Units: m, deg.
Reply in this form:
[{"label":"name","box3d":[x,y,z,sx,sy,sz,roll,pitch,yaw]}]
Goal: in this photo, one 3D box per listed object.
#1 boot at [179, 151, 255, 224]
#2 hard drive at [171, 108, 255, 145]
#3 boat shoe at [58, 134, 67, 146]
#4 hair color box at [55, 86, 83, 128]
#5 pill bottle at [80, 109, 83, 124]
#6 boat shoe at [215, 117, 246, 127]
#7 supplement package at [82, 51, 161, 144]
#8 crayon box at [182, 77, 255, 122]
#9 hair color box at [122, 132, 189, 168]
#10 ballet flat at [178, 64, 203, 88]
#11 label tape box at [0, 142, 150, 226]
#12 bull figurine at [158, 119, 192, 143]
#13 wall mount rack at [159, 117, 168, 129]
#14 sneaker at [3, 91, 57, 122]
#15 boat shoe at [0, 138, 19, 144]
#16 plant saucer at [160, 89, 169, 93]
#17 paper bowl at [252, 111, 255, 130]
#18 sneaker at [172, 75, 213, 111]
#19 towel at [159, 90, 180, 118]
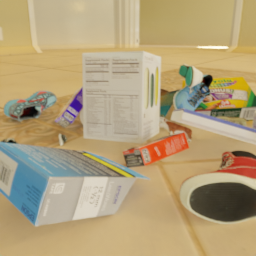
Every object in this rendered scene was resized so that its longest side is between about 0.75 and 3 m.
[{"label":"boot","box3d":[2.255,1.163,6.587,2.875,1.041,2.074,2,20,-17]},{"label":"hard drive","box3d":[2.883,0.006,8.571,2.924,0.371,1.929,16,2,0]},{"label":"boat shoe","box3d":[-2.221,0.370,9.542,0.274,0.279,0.774,-5,21,-13]},{"label":"hair color box","box3d":[-2.067,-0.829,10.729,0.888,0.526,1.625,-21,36,58]},{"label":"pill bottle","box3d":[-1.173,-0.654,11.232,0.961,0.961,1.712,6,21,14]},{"label":"boat shoe","box3d":[3.712,-0.166,10.498,1.320,0.414,0.484,2,-12,27]},{"label":"supplement package","box3d":[-0.143,-1.047,9.260,2.014,2.673,2.029,4,10,21]},{"label":"crayon box","box3d":[3.842,-1.223,11.887,2.730,0.796,2.356,-3,40,0]},{"label":"hair color box","box3d":[0.816,0.631,8.102,1.757,0.538,0.892,-17,-1,-36]},{"label":"ballet flat","box3d":[2.402,-1.963,10.399,0.706,0.706,2.034,-1,23,-2]},{"label":"label tape box","box3d":[-1.220,1.153,6.297,2.091,0.965,2.919,19,3,40]},{"label":"bull figurine","box3d":[1.618,0.120,9.488,1.203,0.392,0.730,14,53,-5]},{"label":"wall mount rack","box3d":[1.043,-0.178,10.527,0.911,0.391,1.048,7,-7,11]},{"label":"sneaker","box3d":[-3.967,-0.817,12.056,1.159,0.962,2.425,31,41,30]},{"label":"boat shoe","box3d":[-3.677,0.537,8.841,1.340,0.475,0.483,20,29,41]},{"label":"plant saucer","box3d":[1.216,-1.432,13.451,2.142,0.344,2.142,4,29,-2]},{"label":"paper bowl","box3d":[5.147,0.007,9.273,1.912,0.994,1.912,1,12,0]},{"label":"sneaker","box3d":[2.513,-1.300,10.605,1.063,0.927,2.364,-15,36,52]},{"label":"towel","box3d":[1.289,-0.926,11.501,1.354,0.200,1.846,-5,35,41]}]
